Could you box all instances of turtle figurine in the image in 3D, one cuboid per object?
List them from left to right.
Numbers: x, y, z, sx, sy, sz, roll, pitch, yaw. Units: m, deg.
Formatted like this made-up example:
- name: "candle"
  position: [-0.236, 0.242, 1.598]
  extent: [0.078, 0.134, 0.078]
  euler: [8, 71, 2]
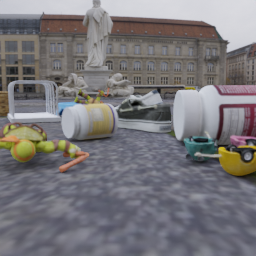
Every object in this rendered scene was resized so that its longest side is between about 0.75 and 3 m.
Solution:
- name: "turtle figurine"
  position: [-1.731, 0.226, 4.358]
  extent: [2.028, 0.653, 1.635]
  euler: [-3, 8, -21]
- name: "turtle figurine"
  position: [-1.330, -1.008, 10.332]
  extent: [1.134, 1.406, 0.453]
  euler: [24, -10, -13]

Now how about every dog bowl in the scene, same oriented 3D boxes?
- name: "dog bowl"
  position: [-2.349, -0.802, 12.686]
  extent: [1.457, 0.648, 2.614]
  euler: [-6, 9, -34]

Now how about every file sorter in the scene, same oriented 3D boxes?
- name: "file sorter"
  position: [-3.906, -1.100, 11.359]
  extent: [1.768, 1.586, 2.547]
  euler: [-4, 9, -25]

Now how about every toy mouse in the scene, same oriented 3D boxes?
- name: "toy mouse"
  position: [1.575, 0.361, 4.402]
  extent: [1.946, 0.376, 1.729]
  euler: [-1, 8, -12]

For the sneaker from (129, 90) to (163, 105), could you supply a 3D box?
- name: "sneaker"
  position: [0.256, -0.774, 10.291]
  extent: [2.344, 0.830, 0.856]
  euler: [-14, -4, 34]

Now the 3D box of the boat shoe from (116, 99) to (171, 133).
- name: "boat shoe"
  position: [0.229, -0.460, 8.827]
  extent: [1.014, 0.913, 2.867]
  euler: [-6, 10, -42]

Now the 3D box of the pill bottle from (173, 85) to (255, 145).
- name: "pill bottle"
  position: [2.150, -0.268, 5.934]
  extent: [2.208, 1.261, 1.261]
  euler: [0, 7, -2]

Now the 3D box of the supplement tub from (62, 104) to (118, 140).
- name: "supplement tub"
  position: [-0.907, -0.153, 6.664]
  extent: [1.144, 0.832, 0.832]
  euler: [-5, 9, -36]

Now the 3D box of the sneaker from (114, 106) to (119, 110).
- name: "sneaker"
  position: [-0.494, -0.756, 12.627]
  extent: [0.418, 0.396, 1.034]
  euler: [-22, -2, -45]

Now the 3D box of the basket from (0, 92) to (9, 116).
- name: "basket"
  position: [-6.488, -1.164, 13.427]
  extent: [1.602, 1.194, 1.144]
  euler: [-6, 9, -33]
